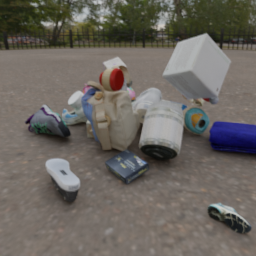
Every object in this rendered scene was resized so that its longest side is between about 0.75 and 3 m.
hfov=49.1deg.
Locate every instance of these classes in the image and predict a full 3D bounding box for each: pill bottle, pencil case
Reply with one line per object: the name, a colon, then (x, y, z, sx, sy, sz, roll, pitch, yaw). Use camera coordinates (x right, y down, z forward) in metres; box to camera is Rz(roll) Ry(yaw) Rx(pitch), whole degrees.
pill bottle: (-1.511, -0.668, 10.387, 0.806, 1.410, 0.806, -28, 37, 24)
pencil case: (-0.835, -1.368, 12.097, 2.463, 1.077, 1.077, -3, 17, -45)

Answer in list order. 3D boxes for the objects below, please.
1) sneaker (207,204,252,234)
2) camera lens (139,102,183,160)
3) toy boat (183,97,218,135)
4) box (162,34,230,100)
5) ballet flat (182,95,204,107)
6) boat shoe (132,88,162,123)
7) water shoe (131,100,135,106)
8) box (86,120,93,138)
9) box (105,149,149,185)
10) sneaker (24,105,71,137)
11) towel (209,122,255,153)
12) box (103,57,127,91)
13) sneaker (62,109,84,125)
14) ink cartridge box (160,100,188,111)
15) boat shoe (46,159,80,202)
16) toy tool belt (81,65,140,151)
sneaker: (2.075, 1.752, 5.621, 0.392, 0.353, 0.909, -12, 24, -37)
camera lens: (0.986, 0.121, 8.152, 1.165, 1.165, 1.456, 6, 65, 15)
toy boat: (2.537, -0.511, 9.743, 1.247, 1.483, 0.689, 28, 4, -32)
box: (2.315, -1.988, 9.448, 1.524, 1.532, 1.312, 35, -17, -30)
ballet flat: (2.949, -1.247, 12.609, 1.196, 0.382, 0.452, 15, -25, -24)
boat shoe: (0.606, -0.773, 10.118, 1.000, 0.952, 2.778, 22, -9, 1)
water shoe: (-0.166, -0.584, 11.571, 1.449, 0.572, 0.518, -32, 19, -1)
box: (-0.808, -0.001, 9.973, 1.273, 0.604, 0.495, -1, 24, 1)
box: (-0.041, 1.007, 7.440, 0.770, 0.249, 0.976, -29, 35, -25)
sneaker: (-2.904, -0.008, 9.972, 1.101, 0.936, 2.516, -36, 31, -17)
towel: (4.077, 0.371, 8.961, 2.812, 0.697, 2.076, 8, 13, 21)
box: (-0.390, -1.088, 9.760, 0.599, 2.891, 0.559, -25, 56, -17)
sneaker: (-1.708, -0.563, 11.371, 1.931, 0.700, 0.694, -10, 22, -28)
ink cartridge box: (1.986, -0.533, 10.859, 1.034, 0.599, 1.780, 17, 0, 38)
boat shoe: (-1.570, 1.238, 6.697, 0.569, 0.539, 1.628, -4, 18, -34)
toy tool belt: (-0.777, -0.572, 8.534, 1.668, 2.714, 1.694, 9, 43, 27)
